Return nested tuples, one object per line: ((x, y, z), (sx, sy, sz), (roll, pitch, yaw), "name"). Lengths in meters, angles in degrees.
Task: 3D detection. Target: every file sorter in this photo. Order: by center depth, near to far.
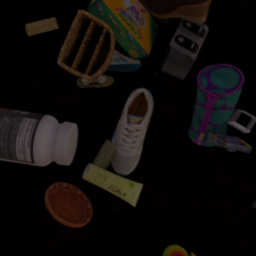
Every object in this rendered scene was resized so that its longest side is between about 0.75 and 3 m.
((3.519, -0.214, 8.573), (0.578, 0.832, 0.518), (36, 109, 27), "file sorter")

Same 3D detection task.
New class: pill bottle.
((-3.206, 0.335, 9.009), (2.884, 1.670, 1.670), (8, 71, 2), "pill bottle")

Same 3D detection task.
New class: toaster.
((1.952, -2.812, 10.158), (1.081, 1.822, 1.647), (27, 67, 3), "toaster")

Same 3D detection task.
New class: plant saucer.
((-1.704, 2.205, 7.994), (1.484, 1.484, 0.240), (44, 111, 14), "plant saucer")

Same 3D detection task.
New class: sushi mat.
((-3.521, -4.123, 11.415), (1.281, 0.078, 0.613), (-16, 71, -6), "sushi mat")

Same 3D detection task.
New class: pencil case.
((2.557, -0.536, 8.471), (1.230, 2.891, 1.336), (24, 62, 22), "pencil case")

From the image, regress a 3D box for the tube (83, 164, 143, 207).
((-0.428, 1.652, 8.332), (1.864, 0.484, 0.541), (30, 111, -19), "tube")

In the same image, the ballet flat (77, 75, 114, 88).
((-1.217, -1.748, 10.384), (1.375, 0.486, 0.486), (-6, 71, -2), "ballet flat")

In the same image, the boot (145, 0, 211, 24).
((1.490, -4.633, 8.941), (2.625, 2.184, 0.950), (31, 62, 35), "boot")

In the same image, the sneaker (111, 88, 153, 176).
((0.060, 0.102, 9.243), (1.130, 1.193, 2.955), (14, 84, 4), "sneaker")

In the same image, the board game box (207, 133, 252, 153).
((2.895, 0.447, 8.206), (1.014, 1.015, 0.313), (12, 104, -3), "board game box")

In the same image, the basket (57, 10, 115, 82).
((-1.128, -2.319, 8.361), (1.241, 1.295, 1.738), (25, 91, 3), "basket")

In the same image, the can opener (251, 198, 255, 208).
((4.361, 2.251, 9.087), (0.304, 0.243, 0.909), (34, 75, 12), "can opener")

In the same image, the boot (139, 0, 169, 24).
((0.848, -4.632, 11.281), (1.697, 0.675, 1.950), (29, 71, 10), "boot")

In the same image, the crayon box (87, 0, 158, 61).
((-0.078, -3.637, 9.316), (0.711, 2.440, 1.449), (-9, 52, 42), "crayon box")

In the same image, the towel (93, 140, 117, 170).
((-0.772, 0.923, 8.989), (0.186, 0.758, 1.022), (29, 90, -31), "towel")

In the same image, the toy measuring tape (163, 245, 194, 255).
((0.992, 3.895, 8.240), (2.154, 0.793, 0.793), (-5, 71, -3), "toy measuring tape")

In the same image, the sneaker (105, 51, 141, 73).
((-0.386, -2.545, 10.549), (1.768, 0.676, 0.714), (4, 73, 0), "sneaker")
